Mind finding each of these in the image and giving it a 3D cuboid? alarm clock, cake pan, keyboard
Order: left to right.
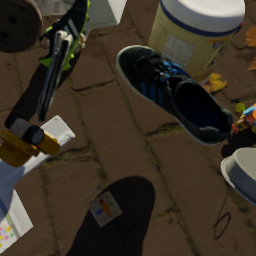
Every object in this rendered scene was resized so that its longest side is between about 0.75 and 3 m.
[{"bbox_3d":[-2.630,-2.439,6.709,1.455,2.156,0.718,-50,54,19],"label":"alarm clock"},{"bbox_3d":[-2.308,0.653,6.268,2.377,0.127,0.669,-40,86,-23],"label":"keyboard"},{"bbox_3d":[2.440,0.863,4.638,1.738,0.319,1.738,14,25,-7],"label":"cake pan"}]

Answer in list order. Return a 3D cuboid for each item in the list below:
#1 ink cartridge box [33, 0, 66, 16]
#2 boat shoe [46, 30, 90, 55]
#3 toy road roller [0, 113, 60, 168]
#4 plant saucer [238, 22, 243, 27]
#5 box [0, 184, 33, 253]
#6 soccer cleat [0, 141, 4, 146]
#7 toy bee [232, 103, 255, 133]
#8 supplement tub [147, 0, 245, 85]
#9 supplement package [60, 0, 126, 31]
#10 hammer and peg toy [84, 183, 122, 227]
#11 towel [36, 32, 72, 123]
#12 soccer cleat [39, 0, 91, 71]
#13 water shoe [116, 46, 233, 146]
[{"bbox_3d":[-2.273,-3.681,7.452,1.619,1.172,0.683,-20,63,-36],"label":"ink cartridge box"},{"bbox_3d":[-2.012,-3.138,9.793,0.947,1.034,2.768,5,57,10],"label":"boat shoe"},{"bbox_3d":[-1.683,0.290,4.610,0.621,1.010,0.738,29,79,22],"label":"toy road roller"},{"bbox_3d":[3.635,-4.668,11.200,1.608,0.295,1.605,-3,58,-1],"label":"plant saucer"},{"bbox_3d":[-1.976,1.416,4.032,0.208,0.789,1.012,-8,18,39],"label":"box"},{"bbox_3d":[-3.408,0.786,7.766,0.575,0.445,1.375,35,55,-14],"label":"soccer cleat"},{"bbox_3d":[3.427,-0.265,8.208,1.496,0.813,0.979,-9,71,-43],"label":"toy bee"},{"bbox_3d":[1.446,-2.126,6.893,1.843,2.552,1.843,5,56,-8],"label":"supplement tub"},{"bbox_3d":[-0.917,-3.260,6.043,1.116,1.909,1.120,-2,56,22],"label":"supplement package"},{"bbox_3d":[-0.565,1.608,5.911,0.578,0.277,0.785,-28,75,-28],"label":"hammer and peg toy"},{"bbox_3d":[-1.100,-0.812,4.125,0.217,1.208,1.255,18,16,-16],"label":"towel"},{"bbox_3d":[-1.062,-1.647,4.713,0.571,1.409,0.476,17,12,-29],"label":"soccer cleat"},{"bbox_3d":[0.783,-0.733,4.772,2.458,0.970,0.879,41,84,12],"label":"water shoe"}]
